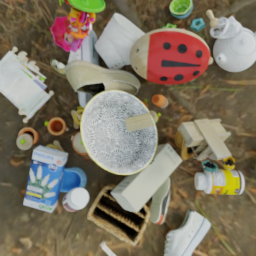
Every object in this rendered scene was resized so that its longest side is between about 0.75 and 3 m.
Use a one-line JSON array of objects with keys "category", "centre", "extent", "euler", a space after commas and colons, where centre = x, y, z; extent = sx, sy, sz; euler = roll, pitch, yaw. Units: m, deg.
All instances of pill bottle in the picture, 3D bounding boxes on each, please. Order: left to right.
[{"category": "pill bottle", "centre": [-1.614, 2.218, 8.662], "extent": [0.650, 1.138, 0.650], "euler": [8, 67, -20]}, {"category": "pill bottle", "centre": [3.008, 1.802, 9.338], "extent": [1.465, 0.800, 0.800], "euler": [2, 85, -1]}]

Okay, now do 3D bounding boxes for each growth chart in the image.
[{"category": "growth chart", "centre": [-3.772, -1.585, 9.915], "extent": [1.708, 0.209, 2.361], "euler": [-42, 86, -4]}]

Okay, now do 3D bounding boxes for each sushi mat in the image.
[{"category": "sushi mat", "centre": [0.331, -0.169, 8.910], "extent": [0.941, 0.057, 0.450], "euler": [-13, 97, 26]}]

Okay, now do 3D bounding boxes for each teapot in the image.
[{"category": "teapot", "centre": [3.788, -2.758, 9.512], "extent": [1.619, 1.198, 1.641], "euler": [12, 85, 1]}]

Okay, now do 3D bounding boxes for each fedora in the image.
[{"category": "fedora", "centre": [1.952, 0.353, 9.284], "extent": [0.601, 1.473, 1.473], "euler": [27, 85, 29]}]

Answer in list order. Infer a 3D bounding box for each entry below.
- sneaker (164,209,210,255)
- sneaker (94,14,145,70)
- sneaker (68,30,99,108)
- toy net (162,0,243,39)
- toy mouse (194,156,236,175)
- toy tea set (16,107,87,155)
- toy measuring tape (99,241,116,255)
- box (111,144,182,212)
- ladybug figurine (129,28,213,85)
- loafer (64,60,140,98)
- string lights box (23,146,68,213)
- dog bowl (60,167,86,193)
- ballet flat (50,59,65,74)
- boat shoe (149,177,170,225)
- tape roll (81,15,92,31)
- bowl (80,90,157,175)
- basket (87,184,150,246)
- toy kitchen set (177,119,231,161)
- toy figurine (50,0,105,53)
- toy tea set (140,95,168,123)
[{"category": "sneaker", "centre": [1.568, 3.814, 9.054], "extent": [0.922, 0.951, 2.604], "euler": [38, 67, 13]}, {"category": "sneaker", "centre": [0.187, -2.414, 9.627], "extent": [2.724, 1.004, 1.574], "euler": [36, 124, -16]}, {"category": "sneaker", "centre": [-1.566, -1.983, 9.704], "extent": [0.943, 0.972, 2.663], "euler": [0, 87, 27]}, {"category": "toy net", "centre": [2.464, -3.524, 9.440], "extent": [2.676, 0.517, 1.404], "euler": [29, 81, 29]}, {"category": "toy mouse", "centre": [2.826, 1.129, 9.296], "extent": [1.307, 1.471, 0.285], "euler": [0, 122, 15]}, {"category": "toy tea set", "centre": [-2.306, 0.336, 9.337], "extent": [2.792, 1.033, 1.660], "euler": [-19, 86, -2]}, {"category": "toy measuring tape", "centre": [-0.187, 4.386, 9.204], "extent": [0.655, 0.655, 1.781], "euler": [-42, 86, -3]}, {"category": "box", "centre": [0.590, 1.534, 8.835], "extent": [2.286, 0.939, 0.782], "euler": [-43, 98, -26]}, {"category": "ladybug figurine", "centre": [1.318, -2.096, 8.574], "extent": [2.569, 0.924, 1.744], "euler": [0, 119, 3]}, {"category": "loafer", "centre": [-0.758, -1.336, 8.966], "extent": [2.730, 1.033, 0.932], "euler": [7, 67, -36]}, {"category": "string lights box", "centre": [-2.629, 1.624, 8.934], "extent": [0.974, 0.559, 1.896], "euler": [15, 102, 2]}, {"category": "dog bowl", "centre": [-2.259, 1.769, 9.545], "extent": [1.626, 0.403, 0.906], "euler": [6, 85, 0]}, {"category": "ballet flat", "centre": [-2.396, -2.136, 9.674], "extent": [0.969, 0.343, 0.343], "euler": [34, 85, 38]}, {"category": "boat shoe", "centre": [1.126, 2.405, 9.368], "extent": [0.571, 0.502, 1.605], "euler": [-1, 66, 40]}, {"category": "tape roll", "centre": [-1.554, -3.917, 9.589], "extent": [0.431, 1.233, 1.233], "euler": [-6, 85, -1]}, {"category": "bowl", "centre": [-0.464, 0.240, 8.558], "extent": [2.539, 1.192, 2.539], "euler": [10, 70, -29]}, {"category": "basket", "centre": [-0.212, 2.648, 8.982], "extent": [1.786, 1.330, 1.274], "euler": [31, 88, 4]}, {"category": "toy kitchen set", "centre": [2.179, 0.686, 8.380], "extent": [1.579, 1.424, 1.288], "euler": [-6, 55, -32]}, {"category": "toy figurine", "centre": [-1.535, -3.096, 8.154], "extent": [1.740, 2.133, 2.317], "euler": [-6, 54, -25]}, {"category": "toy tea set", "centre": [0.594, -0.455, 9.428], "extent": [1.750, 0.647, 1.040], "euler": [-20, 73, 30]}]
